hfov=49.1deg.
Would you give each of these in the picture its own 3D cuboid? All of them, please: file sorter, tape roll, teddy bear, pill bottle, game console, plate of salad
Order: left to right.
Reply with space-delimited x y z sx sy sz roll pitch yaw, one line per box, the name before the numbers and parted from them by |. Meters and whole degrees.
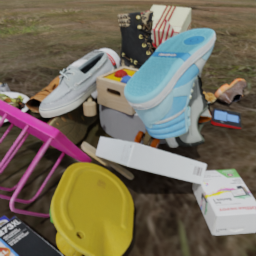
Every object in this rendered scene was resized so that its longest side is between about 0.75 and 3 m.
plate of salad | -4.680 -0.792 9.436 2.649 0.636 2.649 0 29 0
file sorter | -2.324 0.520 5.602 2.399 1.667 1.504 25 75 22
pill bottle | -1.273 -2.159 10.915 1.484 1.484 2.606 9 32 15
tape roll | 0.560 -0.655 8.862 2.946 0.973 2.946 -1 30 0
teddy bear | 2.415 -1.173 10.212 1.552 0.518 1.125 11 30 18
game console | 3.184 -0.319 9.095 0.926 0.163 1.047 9 32 15

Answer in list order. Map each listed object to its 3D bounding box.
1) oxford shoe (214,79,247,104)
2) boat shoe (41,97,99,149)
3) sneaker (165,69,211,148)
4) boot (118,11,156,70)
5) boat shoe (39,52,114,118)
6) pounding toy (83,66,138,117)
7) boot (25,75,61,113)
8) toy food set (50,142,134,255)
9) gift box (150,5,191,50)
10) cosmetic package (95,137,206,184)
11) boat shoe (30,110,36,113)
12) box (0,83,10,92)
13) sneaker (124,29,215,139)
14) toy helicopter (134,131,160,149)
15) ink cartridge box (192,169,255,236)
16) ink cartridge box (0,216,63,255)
oxford shoe | 3.981 -1.301 10.479 1.921 0.685 0.700 -26 64 -36
boat shoe | -1.740 -0.128 8.133 0.902 0.961 2.670 -15 20 24
sneaker | 1.665 -0.667 7.141 1.027 0.958 2.591 4 67 27
boot | 0.692 -2.758 9.325 1.027 2.112 2.806 -23 28 -38
boat shoe | -1.455 -1.290 7.719 0.922 0.941 2.643 16 46 41
pounding toy | -0.460 -1.059 7.701 1.755 0.914 1.998 21 36 32
boot | -2.545 -1.045 9.117 2.340 0.862 1.811 -6 25 48
toy food set | -0.717 1.492 5.271 1.507 0.836 2.561 32 24 -10
gift box | 1.688 -4.559 13.646 2.312 2.506 2.340 11 57 25
cosmetic package | 0.449 0.662 5.787 1.842 0.476 1.389 18 -4 -29
boat shoe | -2.723 -0.616 9.440 1.111 0.400 0.378 4 47 5
box | -5.000 -1.481 10.771 0.768 0.448 0.231 4 50 4
sneaker | 1.095 -0.868 6.116 1.050 1.724 2.641 23 59 43
toy helicopter | 0.710 -0.164 6.887 0.553 1.403 0.928 25 26 16
ink cartridge box | 1.953 1.458 5.671 0.924 0.536 1.276 -3 30 -5
ink cartridge box | -1.967 2.148 4.706 2.055 0.381 0.973 19 34 33
